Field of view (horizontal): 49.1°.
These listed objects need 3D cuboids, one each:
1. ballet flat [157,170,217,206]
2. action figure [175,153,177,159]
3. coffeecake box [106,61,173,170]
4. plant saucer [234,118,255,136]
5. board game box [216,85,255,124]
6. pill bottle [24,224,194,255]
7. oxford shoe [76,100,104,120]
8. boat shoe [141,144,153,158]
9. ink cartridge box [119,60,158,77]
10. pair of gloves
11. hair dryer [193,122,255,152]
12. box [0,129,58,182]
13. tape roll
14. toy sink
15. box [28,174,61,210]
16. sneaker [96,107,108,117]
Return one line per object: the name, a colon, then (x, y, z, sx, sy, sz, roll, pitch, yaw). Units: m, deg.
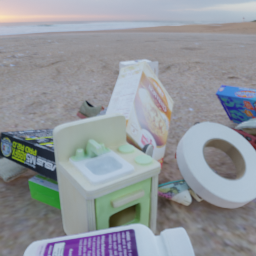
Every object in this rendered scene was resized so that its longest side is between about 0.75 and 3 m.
ballet flat: (1.474, 1.454, 6.566, 1.714, 0.592, 0.610, -11, 63, -21)
action figure: (1.832, 1.078, 7.656, 0.441, 0.348, 1.348, -17, 33, -22)
coffeecake box: (0.322, -0.276, 7.246, 0.821, 1.724, 2.246, -10, 50, 33)
plant saucer: (4.265, 0.009, 8.853, 1.701, 0.427, 1.701, 10, -9, 2)
board game box: (4.264, -0.628, 9.529, 0.489, 1.654, 2.175, -52, 36, -13)
pill bottle: (-0.223, 2.083, 3.949, 2.263, 1.270, 1.270, -9, 25, -2)
oxford shoe: (-0.976, -0.405, 10.110, 1.953, 0.730, 0.688, 25, 10, 17)
boat shoe: (0.214, 0.960, 6.396, 0.445, 1.560, 0.521, 23, 39, 20)
ink cartridge box: (0.613, -3.166, 15.976, 2.161, 1.265, 0.727, -12, 27, -25)
pair of gloves: (-3.148, 0.769, 8.212, 1.922, 0.396, 2.260, 17, 30, 29)
hair dryer: (3.411, 0.452, 7.942, 2.789, 0.758, 2.124, 12, 5, 37)
box: (-1.441, 0.539, 7.379, 2.309, 0.638, 2.882, 14, 11, 34)
tape roll: (2.192, 0.813, 6.661, 2.152, 0.393, 2.152, 10, 53, -13)
toy sink: (-0.356, 1.073, 5.180, 1.502, 2.304, 1.291, -14, 26, -32)
box: (-1.595, 1.358, 6.731, 1.136, 0.549, 1.003, 12, 26, 25)
sneaker: (-0.209, -0.241, 8.286, 1.801, 1.009, 0.699, -43, 41, -16)
